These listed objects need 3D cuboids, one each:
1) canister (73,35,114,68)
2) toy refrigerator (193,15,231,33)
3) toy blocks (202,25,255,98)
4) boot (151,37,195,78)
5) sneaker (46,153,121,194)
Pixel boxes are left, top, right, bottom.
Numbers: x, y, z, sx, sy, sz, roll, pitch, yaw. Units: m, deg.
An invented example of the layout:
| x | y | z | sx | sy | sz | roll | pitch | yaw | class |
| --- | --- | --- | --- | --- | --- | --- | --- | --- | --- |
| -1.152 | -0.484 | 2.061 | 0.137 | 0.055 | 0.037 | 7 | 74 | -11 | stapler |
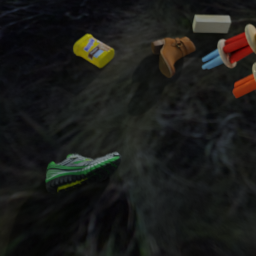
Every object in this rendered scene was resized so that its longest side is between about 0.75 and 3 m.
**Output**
| x | y | z | sx | sy | sz | roll | pitch | yaw | class |
| --- | --- | --- | --- | --- | --- | --- | --- | --- | --- |
| -1.444 | -3.264 | 11.937 | 1.436 | 0.622 | 1.067 | 34 | 63 | 18 | canister |
| 3.830 | -4.802 | 12.928 | 1.569 | 0.596 | 0.549 | 2 | 57 | 2 | toy refrigerator |
| 3.198 | -1.724 | 7.606 | 0.903 | 2.487 | 2.072 | 16 | 64 | -38 | toy blocks |
| 2.041 | -3.068 | 11.701 | 1.653 | 0.787 | 2.137 | -12 | 58 | -8 | boot |
| -1.416 | 1.183 | 8.864 | 2.482 | 0.968 | 1.057 | -14 | 58 | -8 | sneaker |
